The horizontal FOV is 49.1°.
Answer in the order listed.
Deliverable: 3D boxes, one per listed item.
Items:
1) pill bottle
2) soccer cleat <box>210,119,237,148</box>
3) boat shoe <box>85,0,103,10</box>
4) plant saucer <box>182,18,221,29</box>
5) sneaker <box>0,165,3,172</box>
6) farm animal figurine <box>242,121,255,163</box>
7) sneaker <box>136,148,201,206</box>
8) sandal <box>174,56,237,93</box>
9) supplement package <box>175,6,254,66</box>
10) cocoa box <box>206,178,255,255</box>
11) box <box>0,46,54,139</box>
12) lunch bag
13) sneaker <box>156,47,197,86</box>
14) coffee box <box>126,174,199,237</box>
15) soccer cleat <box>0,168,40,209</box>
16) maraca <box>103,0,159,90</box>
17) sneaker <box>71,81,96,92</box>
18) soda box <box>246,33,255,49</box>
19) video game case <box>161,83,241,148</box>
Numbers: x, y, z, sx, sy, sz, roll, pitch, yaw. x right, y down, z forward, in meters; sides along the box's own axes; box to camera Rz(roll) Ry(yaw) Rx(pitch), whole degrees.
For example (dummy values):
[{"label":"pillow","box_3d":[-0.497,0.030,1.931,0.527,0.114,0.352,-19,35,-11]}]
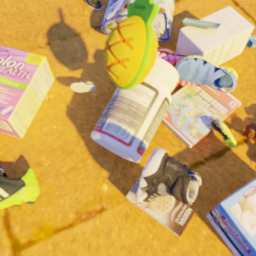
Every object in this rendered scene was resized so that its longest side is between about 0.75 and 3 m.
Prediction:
[{"label":"pill bottle","box_3d":[0.276,-0.609,8.708,1.705,1.705,2.994,26,78,13]},{"label":"soccer cleat","box_3d":[3.161,0.149,9.050,0.476,0.368,1.139,-19,60,-28]},{"label":"boat shoe","box_3d":[-1.650,-5.839,12.544,0.534,0.474,1.428,-30,66,-15]},{"label":"plant saucer","box_3d":[2.589,-3.674,9.889,1.299,0.123,0.454,16,40,21]},{"label":"sneaker","box_3d":[-4.878,1.212,8.588,1.763,0.670,1.274,-21,74,-21]},{"label":"farm animal figurine","box_3d":[4.791,0.367,8.913,1.917,1.011,1.938,-27,65,-14]},{"label":"sneaker","box_3d":[0.953,1.458,6.726,1.306,2.295,0.866,26,57,14]},{"label":"sandal","box_3d":[2.653,-1.715,9.212,2.299,0.914,1.001,9,32,-7]},{"label":"supplement package","box_3d":[3.201,-3.262,10.633,2.381,1.397,1.392,-28,66,-14]},{"label":"cocoa box","box_3d":[3.631,2.260,7.605,2.316,1.520,1.545,-28,65,-14]},{"label":"box","box_3d":[-4.305,-1.323,9.649,2.375,1.305,2.700,16,62,8]},{"label":"lunch bag","box_3d":[0.379,-4.842,11.384,2.737,1.695,2.327,3,61,16]},{"label":"sneaker","box_3d":[1.688,-2.475,10.473,2.737,1.081,1.305,23,42,16]},{"label":"coffee box","box_3d":[0.979,2.139,8.076,1.812,0.722,1.036,32,75,16]},{"label":"soccer cleat","box_3d":[-4.039,1.892,8.111,2.816,0.951,1.141,-10,74,-13]},{"label":"maraca","box_3d":[0.124,-2.273,7.448,1.370,2.561,1.756,4,20,-34]},{"label":"sneaker","box_3d":[-1.564,-1.426,9.645,0.853,0.334,0.339,1,34,-23]},{"label":"soda box","box_3d":[4.919,-3.718,11.497,0.300,0.318,0.936,-22,64,-11]},{"label":"video game case","box_3d":[2.440,-0.703,9.923,2.589,0.226,1.851,-37,67,-18]}]
